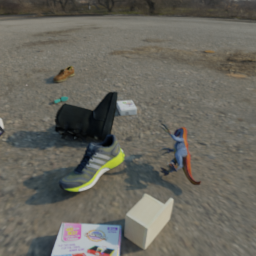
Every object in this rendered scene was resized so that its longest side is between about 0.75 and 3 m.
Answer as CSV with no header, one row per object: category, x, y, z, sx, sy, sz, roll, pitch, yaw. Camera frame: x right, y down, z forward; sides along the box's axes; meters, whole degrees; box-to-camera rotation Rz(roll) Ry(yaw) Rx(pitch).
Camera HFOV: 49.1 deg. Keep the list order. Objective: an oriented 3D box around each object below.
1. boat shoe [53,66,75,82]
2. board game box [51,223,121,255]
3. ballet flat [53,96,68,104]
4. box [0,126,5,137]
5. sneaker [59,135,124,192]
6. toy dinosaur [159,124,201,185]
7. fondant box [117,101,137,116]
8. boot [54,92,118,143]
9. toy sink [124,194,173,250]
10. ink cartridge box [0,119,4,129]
boat shoe,-4.277,-3.568,18.429,0.720,0.680,2.001,11,31,19
board game box,-1.015,3.160,6.461,1.593,0.420,2.082,2,29,3
ballet flat,-3.691,-1.532,15.178,0.864,0.293,0.325,-23,25,-31
box,-6.293,-0.027,10.903,2.233,1.281,1.476,17,56,26
sneaker,-1.236,1.099,9.206,0.970,1.063,2.625,11,35,40
toy dinosaur,1.821,0.835,9.846,2.163,1.136,1.963,35,56,11
fondant box,-0.084,-1.014,14.159,0.805,0.325,1.115,-5,30,-11
boot,-1.729,-0.626,11.999,2.308,1.042,2.817,10,54,2
toy sink,0.536,2.354,7.437,0.725,0.843,1.293,25,38,29
ink cartridge box,-6.292,-0.149,12.394,1.196,0.504,0.865,14,32,24
